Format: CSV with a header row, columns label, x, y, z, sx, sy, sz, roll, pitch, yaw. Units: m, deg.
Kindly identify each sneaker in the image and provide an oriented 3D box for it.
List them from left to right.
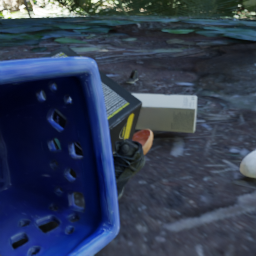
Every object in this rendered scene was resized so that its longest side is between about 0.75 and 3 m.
label,x,y,z,sx,sy,sz,roll,pitch,yaw
sneaker,-0.207,0.760,5.234,0.582,0.873,1.523,25,52,28
sneaker,0.178,-2.424,13.158,0.359,0.510,0.960,11,29,21
sneaker,3.616,0.918,6.186,1.945,0.716,1.124,-9,23,-8

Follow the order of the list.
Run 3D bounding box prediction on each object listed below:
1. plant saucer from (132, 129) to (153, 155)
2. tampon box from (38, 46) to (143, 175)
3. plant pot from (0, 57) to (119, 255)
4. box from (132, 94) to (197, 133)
label,x,y,z,sx,sy,sz,roll,pitch,yaw
plant saucer,0.128,0.541,6.949,1.264,0.237,1.264,-38,16,13
tampon box,-1.162,-0.309,6.371,2.418,1.812,1.527,40,56,19
plant pot,-2.114,0.651,4.086,2.622,2.917,2.917,3,15,41
box,0.874,-0.450,8.269,2.207,0.907,0.755,5,38,13
